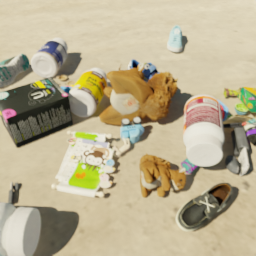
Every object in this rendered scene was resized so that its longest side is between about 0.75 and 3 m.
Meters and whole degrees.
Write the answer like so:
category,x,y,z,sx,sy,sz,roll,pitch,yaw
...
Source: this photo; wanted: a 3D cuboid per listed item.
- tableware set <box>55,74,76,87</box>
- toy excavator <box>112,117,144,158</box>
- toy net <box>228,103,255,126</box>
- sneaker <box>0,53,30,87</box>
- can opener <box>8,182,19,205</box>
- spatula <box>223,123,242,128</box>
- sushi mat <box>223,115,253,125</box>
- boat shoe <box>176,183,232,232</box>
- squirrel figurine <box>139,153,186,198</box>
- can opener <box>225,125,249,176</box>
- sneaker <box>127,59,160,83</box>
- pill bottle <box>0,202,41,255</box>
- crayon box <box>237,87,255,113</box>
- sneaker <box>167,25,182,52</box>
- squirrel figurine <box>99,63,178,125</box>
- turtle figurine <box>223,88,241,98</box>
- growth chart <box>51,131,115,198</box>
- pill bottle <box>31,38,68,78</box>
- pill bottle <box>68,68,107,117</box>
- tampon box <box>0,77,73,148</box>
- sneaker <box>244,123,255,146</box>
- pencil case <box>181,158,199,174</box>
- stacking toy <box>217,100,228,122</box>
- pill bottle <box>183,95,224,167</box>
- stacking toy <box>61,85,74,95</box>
category,x,y,z,sx,sy,sz,roll,pitch,yaw
tableware set,-3.165,-2.127,13.319,1.367,0.159,1.142,29,49,29
toy excavator,-0.002,0.368,10.139,1.311,0.673,1.348,-9,51,-9
toy net,5.010,-0.321,11.058,1.916,0.370,1.005,29,47,29
sneaker,-6.016,-2.747,13.635,1.182,1.005,2.591,3,35,29
can opener,-3.490,1.978,8.532,0.263,0.210,0.787,-10,43,-10
spatula,3.335,-0.052,10.379,1.670,0.472,0.172,-6,-4,19
sushi mat,3.958,-0.245,10.295,0.670,1.400,0.085,11,79,0
boat shoe,2.135,2.126,7.784,2.069,0.699,0.743,-21,57,-33
squirrel figurine,1.066,1.381,8.647,1.362,1.032,1.459,-1,42,-9
can opener,3.718,0.692,9.680,0.748,0.597,2.236,13,41,1
sneaker,1.006,-2.332,12.857,2.639,1.085,0.976,25,45,25
pill bottle,-3.632,2.551,6.938,2.580,1.414,1.414,2,41,2
crayon box,5.642,-1.106,11.531,1.894,0.552,1.125,2,38,-18
sneaker,2.729,-5.257,16.309,0.888,0.984,2.402,2,41,4
squirrel figurine,0.486,-1.511,11.502,2.975,2.106,2.777,10,30,3
turtle figurine,4.873,-1.484,12.323,1.210,0.483,1.501,6,41,6
growth chart,-1.393,1.111,9.376,1.981,0.243,2.738,0,45,7
pill bottle,-3.865,-3.646,14.195,1.308,1.308,2.356,5,40,6
pill bottle,-1.638,-1.596,11.848,1.267,1.267,2.319,8,42,10
tampon box,-3.565,-0.661,10.630,2.306,1.456,1.728,-25,47,-26
sneaker,5.295,0.336,10.140,1.997,0.694,0.993,-4,45,2
pencil case,2.294,1.083,9.360,1.118,0.476,0.517,-29,30,-29
stacking toy,3.084,-0.519,10.877,1.400,0.813,0.768,-13,43,-21
pill bottle,2.479,0.050,9.254,1.279,1.279,2.334,7,43,8
stacking toy,-2.412,-1.691,12.542,0.726,0.687,1.251,5,29,22
